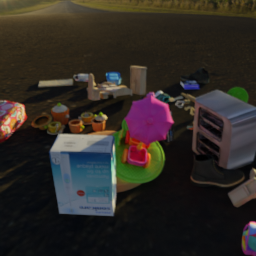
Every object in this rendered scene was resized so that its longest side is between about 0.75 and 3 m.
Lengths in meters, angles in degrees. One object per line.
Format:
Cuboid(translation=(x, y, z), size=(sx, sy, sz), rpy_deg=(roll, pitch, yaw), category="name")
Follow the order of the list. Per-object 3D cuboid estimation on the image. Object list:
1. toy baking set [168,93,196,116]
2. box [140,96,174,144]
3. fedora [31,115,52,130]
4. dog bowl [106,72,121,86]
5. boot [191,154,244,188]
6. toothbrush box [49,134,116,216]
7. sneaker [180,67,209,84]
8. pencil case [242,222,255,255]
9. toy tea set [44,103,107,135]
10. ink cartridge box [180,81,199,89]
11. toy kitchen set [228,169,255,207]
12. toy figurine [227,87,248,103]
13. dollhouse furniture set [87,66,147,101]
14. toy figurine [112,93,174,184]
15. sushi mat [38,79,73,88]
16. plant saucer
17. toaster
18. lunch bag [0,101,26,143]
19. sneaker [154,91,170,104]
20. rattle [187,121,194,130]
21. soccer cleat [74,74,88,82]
Cuboid(translation=(2.520, -1.066, 11.911), size=(1.551, 0.180, 1.190), rpy_deg=(29, 40, 3), category="toy baking set")
Cuboid(translation=(1.044, -0.349, 10.175), size=(0.367, 1.267, 1.594), rpy_deg=(-22, 35, -19), category="box")
Cuboid(translation=(-3.251, -0.164, 10.704), size=(0.844, 0.344, 0.844), rpy_deg=(-10, 37, 8), category="fedora")
Cuboid(translation=(-0.815, -2.708, 15.509), size=(0.781, 0.347, 1.401), rpy_deg=(-3, 28, -6), category="dog bowl")
Cuboid(translation=(2.454, 1.113, 7.601), size=(1.448, 1.002, 0.561), rpy_deg=(-7, 36, 1), category="boot")
Cuboid(translation=(-1.017, 1.158, 6.772), size=(1.385, 1.891, 0.807), rpy_deg=(2, 30, 3), category="toothbrush box")
Cuboid(translation=(3.693, -2.949, 15.411), size=(1.553, 0.889, 0.594), rpy_deg=(6, 27, 16), category="sneaker")
Cuboid(translation=(3.221, 2.420, 5.703), size=(1.679, 0.742, 0.742), rpy_deg=(8, 30, 14), category="pencil case")
Cuboid(translation=(-1.994, -0.430, 10.754), size=(2.337, 0.865, 1.390), rpy_deg=(-3, 29, -4), category="toy tea set")
Cuboid(translation=(3.295, -2.277, 14.893), size=(0.833, 0.182, 0.841), rpy_deg=(-2, 30, -6), category="ink cartridge box")
Cuboid(translation=(3.197, 1.630, 7.401), size=(0.933, 0.841, 0.761), rpy_deg=(29, 30, -35), category="toy kitchen set")
Cuboid(translation=(4.915, -1.405, 12.908), size=(1.236, 0.928, 1.137), rpy_deg=(-13, 6, 30), category="toy figurine")
Cuboid(translation=(-0.724, -2.131, 12.900), size=(2.868, 1.269, 1.486), rpy_deg=(-12, 22, -36), category="dollhouse furniture set")
Cuboid(translation=(0.448, -0.060, 7.431), size=(1.782, 2.184, 2.373), rpy_deg=(13, 52, -6), category="toy figurine")
Cuboid(translation=(-3.925, -2.433, 15.255), size=(1.831, 0.111, 0.876), rpy_deg=(-6, 28, -10), category="sushi mat")
Cuboid(translation=(-0.652, 0.877, 8.785), size=(3.001, 0.484, 3.001), rpy_deg=(0, 28, 0), category="plant saucer")
Cuboid(translation=(2.999, 0.136, 8.651), size=(1.287, 1.962, 2.169), rpy_deg=(-18, 33, -20), category="toaster")
Cuboid(translation=(-5.008, -0.305, 10.459), size=(1.739, 0.809, 1.974), rpy_deg=(8, 35, 11), category="lunch bag")
Cuboid(translation=(1.229, -1.018, 11.881), size=(0.693, 0.589, 1.518), rpy_deg=(21, 55, 38), category="sneaker")
Cuboid(translation=(2.767, -0.046, 10.858), size=(0.578, 0.634, 0.888), rpy_deg=(16, 58, 50), category="rattle")
Cuboid(translation=(-2.465, -2.747, 15.322), size=(1.105, 0.386, 0.477), rpy_deg=(-2, -15, 20), category="soccer cleat")
